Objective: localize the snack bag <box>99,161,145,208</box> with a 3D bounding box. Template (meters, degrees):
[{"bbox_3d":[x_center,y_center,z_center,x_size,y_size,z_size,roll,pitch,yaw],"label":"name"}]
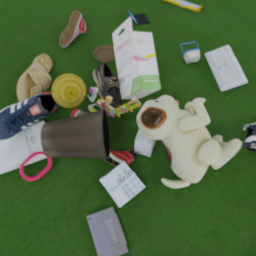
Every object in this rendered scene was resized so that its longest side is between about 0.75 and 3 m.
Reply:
[{"bbox_3d":[-0.197,1.747,8.837,1.058,0.120,1.122,-38,74,-2],"label":"snack bag"}]

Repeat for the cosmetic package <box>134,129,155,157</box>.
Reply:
[{"bbox_3d":[0.755,0.036,9.855,0.614,0.874,1.724,16,58,10],"label":"cosmetic package"}]

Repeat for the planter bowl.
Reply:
[{"bbox_3d":[-1.956,-1.200,9.426,1.180,1.180,0.492,-20,22,-13],"label":"planter bowl"}]

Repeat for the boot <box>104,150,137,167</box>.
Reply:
[{"bbox_3d":[-0.312,0.893,9.609,1.163,0.421,0.839,29,47,26],"label":"boot"}]

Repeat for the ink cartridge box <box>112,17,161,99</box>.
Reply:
[{"bbox_3d":[0.266,-2.529,10.451,0.895,1.557,2.658,-6,86,-31],"label":"ink cartridge box"}]

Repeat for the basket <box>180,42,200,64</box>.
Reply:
[{"bbox_3d":[2.725,-3.305,12.246,0.782,0.617,0.887,-10,87,-7],"label":"basket"}]

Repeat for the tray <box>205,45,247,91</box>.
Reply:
[{"bbox_3d":[4.015,-2.542,11.581,1.097,0.227,2.044,-19,63,11],"label":"tray"}]

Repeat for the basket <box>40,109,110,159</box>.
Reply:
[{"bbox_3d":[-1.596,0.269,8.660,1.900,1.292,1.713,-6,48,4],"label":"basket"}]

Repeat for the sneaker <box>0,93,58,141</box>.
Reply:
[{"bbox_3d":[-3.486,-0.504,9.681,1.127,1.000,2.668,-4,32,45],"label":"sneaker"}]

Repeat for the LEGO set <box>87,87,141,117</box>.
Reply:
[{"bbox_3d":[-0.632,-0.732,9.839,2.083,0.958,0.775,19,25,26],"label":"LEGO set"}]

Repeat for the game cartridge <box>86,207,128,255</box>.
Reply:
[{"bbox_3d":[-0.608,3.086,8.163,0.885,0.262,1.366,-15,57,-15],"label":"game cartridge"}]

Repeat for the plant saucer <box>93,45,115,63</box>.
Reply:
[{"bbox_3d":[-1.020,-3.292,12.571,1.109,0.163,1.109,0,55,0],"label":"plant saucer"}]

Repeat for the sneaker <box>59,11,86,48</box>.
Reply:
[{"bbox_3d":[-2.553,-4.461,13.196,0.638,1.007,1.791,26,89,14],"label":"sneaker"}]

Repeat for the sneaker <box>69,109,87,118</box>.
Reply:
[{"bbox_3d":[-1.845,0.152,9.850,0.803,0.761,1.956,15,58,8],"label":"sneaker"}]

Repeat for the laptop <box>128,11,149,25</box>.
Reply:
[{"bbox_3d":[0.513,-5.555,13.928,0.936,0.483,0.829,-15,57,-10],"label":"laptop"}]

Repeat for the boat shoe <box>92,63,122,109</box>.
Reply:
[{"bbox_3d":[-0.754,-1.646,10.691,0.757,0.745,2.032,-5,57,-44],"label":"boat shoe"}]

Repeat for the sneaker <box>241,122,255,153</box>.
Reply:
[{"bbox_3d":[4.700,0.729,9.299,1.668,1.023,2.563,-6,56,-3],"label":"sneaker"}]

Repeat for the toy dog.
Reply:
[{"bbox_3d":[1.524,0.205,8.853,2.804,1.956,2.718,43,98,-4],"label":"toy dog"}]

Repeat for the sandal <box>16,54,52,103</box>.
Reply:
[{"bbox_3d":[-3.431,-2.038,10.996,0.941,1.049,2.860,-18,45,29],"label":"sandal"}]

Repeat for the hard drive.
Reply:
[{"bbox_3d":[-3.873,0.712,9.680,2.322,0.310,1.532,-19,53,-13],"label":"hard drive"}]

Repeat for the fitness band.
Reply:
[{"bbox_3d":[-3.019,1.242,9.142,1.076,0.773,0.201,-41,19,-11],"label":"fitness band"}]

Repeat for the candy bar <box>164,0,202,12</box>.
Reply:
[{"bbox_3d":[2.876,-6.566,14.775,2.135,0.237,0.532,28,60,19],"label":"candy bar"}]
